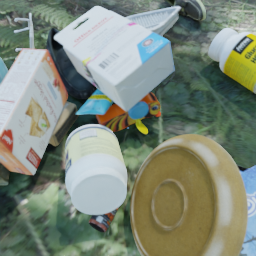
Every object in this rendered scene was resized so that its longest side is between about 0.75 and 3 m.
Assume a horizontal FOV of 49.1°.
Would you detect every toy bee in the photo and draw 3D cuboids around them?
[{"bbox_3d":[0.370,-0.467,7.353,2.233,1.214,1.462,-14,59,20],"label":"toy bee"}]

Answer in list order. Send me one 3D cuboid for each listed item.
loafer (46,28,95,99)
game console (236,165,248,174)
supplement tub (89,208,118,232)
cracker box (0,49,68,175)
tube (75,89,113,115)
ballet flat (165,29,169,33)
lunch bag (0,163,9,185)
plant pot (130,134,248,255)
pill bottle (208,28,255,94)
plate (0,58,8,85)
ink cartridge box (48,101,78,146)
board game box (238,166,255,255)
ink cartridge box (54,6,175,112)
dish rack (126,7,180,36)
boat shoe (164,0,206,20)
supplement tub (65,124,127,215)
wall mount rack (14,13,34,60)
[{"bbox_3d":[-1.807,-1.956,8.397,0.946,0.978,2.787,-23,57,-18],"label":"loafer"},{"bbox_3d":[2.950,1.388,6.299,2.089,0.252,1.232,18,58,17],"label":"game console"},{"bbox_3d":[-0.477,1.774,5.957,0.414,0.414,0.774,21,56,15],"label":"supplement tub"},{"bbox_3d":[-2.194,-0.356,6.167,0.674,1.565,2.336,8,59,13],"label":"cracker box"},{"bbox_3d":[-0.526,-0.935,7.351,0.795,0.517,2.052,-2,37,32],"label":"tube"},{"bbox_3d":[1.442,-3.923,10.255,0.416,0.416,1.138,22,57,16],"label":"ballet flat"},{"bbox_3d":[-3.788,0.549,6.407,1.929,1.134,1.582,-5,58,-8],"label":"lunch bag"},{"bbox_3d":[0.815,1.378,5.023,0.368,2.682,2.682,18,45,-33],"label":"plant pot"},{"bbox_3d":[3.588,-1.922,8.163,1.328,1.328,2.362,-34,60,-23],"label":"pill bottle"},{"bbox_3d":[-3.620,-1.475,7.745,1.447,1.447,0.185,38,52,25],"label":"plate"},{"bbox_3d":[-2.219,-0.292,7.437,1.389,0.522,1.145,19,55,13],"label":"ink cartridge box"},{"bbox_3d":[2.294,2.428,5.061,2.976,0.645,2.961,-25,54,-9],"label":"board game box"},{"bbox_3d":[-0.430,-1.860,7.001,1.623,0.956,2.819,-41,54,-11],"label":"ink cartridge box"},{"bbox_3d":[0.397,-3.144,8.978,2.245,0.569,2.615,0,35,29],"label":"dish rack"},{"bbox_3d":[2.047,-4.652,10.609,0.740,0.805,2.253,-28,57,-8],"label":"boat shoe"},{"bbox_3d":[-0.693,0.821,5.889,1.229,1.229,1.695,-10,32,-7],"label":"supplement tub"},{"bbox_3d":[-2.864,-2.392,7.668,0.512,1.192,1.372,-2,91,-19],"label":"wall mount rack"}]
